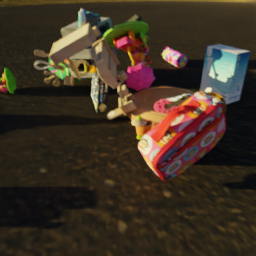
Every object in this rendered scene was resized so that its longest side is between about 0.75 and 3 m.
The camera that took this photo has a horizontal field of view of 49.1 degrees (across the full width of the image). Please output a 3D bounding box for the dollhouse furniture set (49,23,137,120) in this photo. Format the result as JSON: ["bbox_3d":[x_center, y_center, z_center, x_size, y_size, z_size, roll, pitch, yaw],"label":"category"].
[{"bbox_3d":[-0.968,-1.720,8.798,1.269,2.868,1.486,-24,38,16],"label":"dollhouse furniture set"}]

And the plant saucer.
[{"bbox_3d":[1.394,-0.809,9.842,3.001,0.484,3.001,-1,30,0],"label":"plant saucer"}]

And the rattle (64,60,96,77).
[{"bbox_3d":[-1.610,-2.000,9.209,0.888,0.578,0.634,26,15,-38],"label":"rattle"}]

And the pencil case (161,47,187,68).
[{"bbox_3d":[2.398,-3.683,14.620,0.742,0.742,1.679,-11,33,-19],"label":"pencil case"}]

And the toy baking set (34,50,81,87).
[{"bbox_3d":[-2.218,-1.824,8.755,1.190,1.551,0.180,-14,48,5],"label":"toy baking set"}]

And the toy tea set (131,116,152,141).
[{"bbox_3d":[1.069,0.145,7.772,2.337,0.865,1.390,14,33,23],"label":"toy tea set"}]

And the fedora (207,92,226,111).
[{"bbox_3d":[2.381,-0.613,7.848,0.844,0.844,0.344,3,-7,5],"label":"fedora"}]

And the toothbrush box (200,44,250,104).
[{"bbox_3d":[3.577,-2.033,10.539,0.807,1.891,1.385,-17,33,-31],"label":"toothbrush box"}]

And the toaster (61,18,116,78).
[{"bbox_3d":[-1.448,-3.223,11.119,1.287,1.962,2.169,9,36,22],"label":"toaster"}]

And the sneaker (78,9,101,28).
[{"bbox_3d":[-1.227,-3.480,9.041,0.693,0.589,1.518,2,29,-7],"label":"sneaker"}]

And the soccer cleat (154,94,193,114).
[{"bbox_3d":[1.244,-0.617,7.373,1.105,0.386,0.477,-12,0,30],"label":"soccer cleat"}]

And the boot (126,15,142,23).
[{"bbox_3d":[0.026,-4.257,11.556,0.561,1.002,1.448,27,17,-38],"label":"boot"}]

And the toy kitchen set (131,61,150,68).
[{"bbox_3d":[0.468,-2.665,13.307,0.761,0.841,0.933,-23,-28,40],"label":"toy kitchen set"}]

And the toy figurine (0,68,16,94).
[{"bbox_3d":[-5.300,-1.723,11.363,1.137,0.928,1.236,-17,56,-2],"label":"toy figurine"}]

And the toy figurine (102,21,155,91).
[{"bbox_3d":[0.310,-2.443,10.498,1.782,2.184,2.373,-19,-6,24],"label":"toy figurine"}]

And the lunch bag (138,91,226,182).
[{"bbox_3d":[1.182,0.143,6.051,1.974,1.739,0.809,-40,56,-4],"label":"lunch bag"}]

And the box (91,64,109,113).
[{"bbox_3d":[-1.015,-1.430,9.870,0.367,1.267,1.594,0,29,-15],"label":"box"}]

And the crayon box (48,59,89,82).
[{"bbox_3d":[-2.228,-2.832,12.681,1.386,0.680,2.334,36,39,25],"label":"crayon box"}]
